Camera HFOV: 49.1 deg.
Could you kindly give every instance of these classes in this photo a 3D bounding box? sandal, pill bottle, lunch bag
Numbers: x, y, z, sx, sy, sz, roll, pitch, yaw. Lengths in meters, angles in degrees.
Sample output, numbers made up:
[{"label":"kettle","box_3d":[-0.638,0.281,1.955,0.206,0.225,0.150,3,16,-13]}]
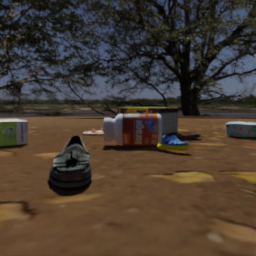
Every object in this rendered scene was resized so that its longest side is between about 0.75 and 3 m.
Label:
[{"label":"sandal","box_3d":[1.428,0.464,8.898,1.145,0.498,0.455,3,-16,42]},{"label":"pill bottle","box_3d":[0.161,0.075,10.439,2.108,1.183,1.183,-1,4,1]},{"label":"lunch bag","box_3d":[5.719,0.090,13.633,1.792,0.691,1.437,-3,8,-36]}]

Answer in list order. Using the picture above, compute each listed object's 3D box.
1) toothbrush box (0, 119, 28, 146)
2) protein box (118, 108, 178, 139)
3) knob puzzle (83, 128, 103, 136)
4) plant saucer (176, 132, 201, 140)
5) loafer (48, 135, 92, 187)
[{"label":"toothbrush box","box_3d":[-5.151,0.169,10.659,2.212,0.952,1.611,-2,5,-37]},{"label":"protein box","box_3d":[0.942,-0.236,12.962,2.082,1.415,2.097,3,5,32]},{"label":"knob puzzle","box_3d":[-1.575,0.194,15.029,2.062,0.286,2.062,0,5,0]},{"label":"plant saucer","box_3d":[2.671,0.335,12.625,1.177,0.203,1.177,-7,6,1]},{"label":"loafer","box_3d":[-1.192,0.615,5.837,0.835,0.731,2.323,-1,4,-9]}]
